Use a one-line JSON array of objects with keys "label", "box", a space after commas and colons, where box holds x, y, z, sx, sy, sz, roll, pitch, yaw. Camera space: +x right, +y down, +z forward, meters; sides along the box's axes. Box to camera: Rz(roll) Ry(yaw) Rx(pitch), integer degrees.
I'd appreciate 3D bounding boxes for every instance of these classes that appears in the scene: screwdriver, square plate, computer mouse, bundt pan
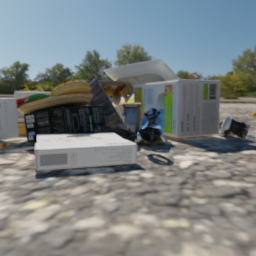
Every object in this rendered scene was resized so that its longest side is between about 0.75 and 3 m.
[{"label": "screwdriver", "box": [-1.579, 0.400, 6.526, 2.389, 0.333, 0.348, -11, 41, -28]}, {"label": "square plate", "box": [0.741, -1.815, 11.204, 2.602, 0.370, 2.577, -2, -17, 35]}, {"label": "computer mouse", "box": [0.102, 0.072, 6.529, 0.649, 0.377, 2.214, 33, -17, -24]}, {"label": "bundt pan", "box": [-0.950, -0.769, 9.822, 0.784, 2.089, 2.089, -31, 8, -1]}]

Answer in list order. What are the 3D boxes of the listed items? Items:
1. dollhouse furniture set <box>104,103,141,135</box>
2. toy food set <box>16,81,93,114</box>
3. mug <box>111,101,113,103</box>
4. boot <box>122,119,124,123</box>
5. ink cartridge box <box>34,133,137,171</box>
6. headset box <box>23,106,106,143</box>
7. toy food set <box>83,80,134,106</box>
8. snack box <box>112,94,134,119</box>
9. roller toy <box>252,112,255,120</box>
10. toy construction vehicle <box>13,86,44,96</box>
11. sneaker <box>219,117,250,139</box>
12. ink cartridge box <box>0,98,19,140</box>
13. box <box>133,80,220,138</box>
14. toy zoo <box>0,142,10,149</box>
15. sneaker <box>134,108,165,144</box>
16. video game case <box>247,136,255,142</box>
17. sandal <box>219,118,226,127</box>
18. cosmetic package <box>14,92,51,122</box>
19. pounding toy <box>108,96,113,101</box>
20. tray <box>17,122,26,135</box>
[{"label": "dollhouse furniture set", "box": [-0.365, -0.240, 8.401, 1.455, 1.026, 1.020, 2, 6, 3]}, {"label": "toy food set", "box": [-2.128, -0.776, 8.128, 2.205, 0.542, 2.227, -13, -1, -5]}, {"label": "mug", "box": [-1.014, -1.074, 15.394, 0.918, 1.221, 1.376, 5, 12, 13]}, {"label": "boot", "box": [-0.094, -0.401, 13.043, 0.507, 0.355, 0.946, -6, 8, -5]}, {"label": "ink cartridge box", "box": [-0.890, 0.409, 5.469, 1.756, 0.393, 1.547, -2, 6, -17]}, {"label": "headset box", "box": [-1.655, -0.132, 7.707, 1.498, 0.798, 1.720, -6, 3, 30]}, {"label": "toy food set", "box": [-0.984, -1.326, 11.177, 2.201, 0.665, 1.580, 0, -10, -12]}, {"label": "snack box", "box": [0.177, -1.110, 13.443, 1.950, 0.726, 2.742, -6, 16, 31]}, {"label": "roller toy", "box": [6.075, -0.542, 12.026, 1.178, 0.823, 1.075, 9, 9, -7]}, {"label": "toy construction vehicle", "box": [-4.733, -1.253, 14.085, 0.748, 1.850, 2.125, -30, 12, 15]}, {"label": "sneaker", "box": [3.139, 0.079, 8.286, 0.741, 0.491, 1.302, 22, -5, 15]}, {"label": "ink cartridge box", "box": [-4.360, -0.133, 6.802, 1.941, 1.126, 2.630, 0, 5, 35]}, {"label": "box", "box": [1.443, -0.668, 9.267, 1.505, 1.671, 2.970, -3, 7, -23]}, {"label": "toy zoo", "box": [-3.221, 0.436, 6.639, 0.519, 0.081, 0.792, 0, 6, 1]}, {"label": "sneaker", "box": [0.557, -0.068, 7.445, 0.779, 0.894, 1.988, 0, 7, 2]}, {"label": "video game case", "box": [3.843, 0.326, 7.522, 0.880, 0.111, 0.965, 0, 5, -1]}, {"label": "sandal", "box": [2.897, -0.332, 11.052, 2.170, 0.619, 0.862, 0, 6, 3]}, {"label": "cosmetic package", "box": [-3.556, -0.721, 11.066, 1.383, 1.392, 1.663, 0, 6, -5]}, {"label": "pounding toy", "box": [-0.870, -1.539, 13.968, 1.066, 0.488, 0.936, -28, 8, 31]}, {"label": "tray", "box": [-3.103, -0.011, 9.367, 2.061, 0.382, 1.017, -5, 8, -30]}]
